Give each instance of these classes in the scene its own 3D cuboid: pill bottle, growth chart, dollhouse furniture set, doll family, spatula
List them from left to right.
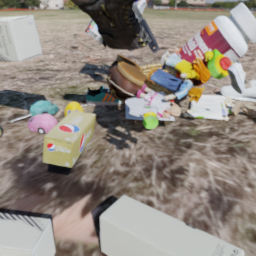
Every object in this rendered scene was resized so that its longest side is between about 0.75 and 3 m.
[{"bbox_3d":[-0.063,-4.698,10.437,1.299,0.752,0.752,31,33,6],"label":"pill bottle"},{"bbox_3d":[0.321,-3.494,8.605,0.746,2.639,0.271,-26,-2,14],"label":"spatula"},{"bbox_3d":[0.928,-0.863,5.082,0.993,0.721,1.600,30,55,13],"label":"doll family"},{"bbox_3d":[3.288,-0.870,11.108,1.836,0.225,2.537,9,28,16],"label":"growth chart"},{"bbox_3d":[2.697,-2.472,8.627,2.548,1.396,1.396,-37,11,28],"label":"pill bottle"},{"bbox_3d":[4.418,-0.475,10.130,1.139,0.590,0.504,29,78,44],"label":"dollhouse furniture set"}]

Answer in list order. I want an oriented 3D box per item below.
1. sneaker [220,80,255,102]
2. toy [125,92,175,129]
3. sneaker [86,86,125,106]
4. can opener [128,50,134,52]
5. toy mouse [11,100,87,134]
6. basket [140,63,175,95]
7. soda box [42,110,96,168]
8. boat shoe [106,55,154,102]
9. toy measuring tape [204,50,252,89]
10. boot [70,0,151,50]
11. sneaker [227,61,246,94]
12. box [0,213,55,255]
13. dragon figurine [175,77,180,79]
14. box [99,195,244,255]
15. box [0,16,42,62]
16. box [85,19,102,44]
[{"bbox_3d":[5.088,-1.648,11.946,2.210,0.889,0.844,9,30,21],"label":"sneaker"},{"bbox_3d":[0.674,-0.648,10.186,1.572,0.645,2.731,2,23,-2],"label":"toy"},{"bbox_3d":[-0.820,-1.365,11.527,1.824,0.729,0.651,-6,27,-11],"label":"sneaker"},{"bbox_3d":[0.022,-4.281,11.795,0.718,2.148,0.573,-19,-17,3],"label":"can opener"},{"bbox_3d":[-2.907,-0.486,9.938,2.587,0.563,2.911,-1,26,-2],"label":"toy mouse"},{"bbox_3d":[0.948,-2.250,12.405,2.077,1.548,1.483,-19,32,-31],"label":"basket"},{"bbox_3d":[-1.168,0.160,5.882,0.586,0.554,1.732,11,21,4],"label":"soda box"},{"bbox_3d":[-0.059,-1.237,7.728,1.055,1.054,2.996,27,16,-13],"label":"boat shoe"},{"bbox_3d":[2.813,-1.503,7.952,1.858,0.683,0.683,34,18,-20],"label":"toy measuring tape"},{"bbox_3d":[0.022,-2.557,6.298,2.400,0.831,2.090,6,-19,31],"label":"boot"},{"bbox_3d":[2.875,-1.272,7.227,0.371,1.049,0.383,-44,48,-1],"label":"sneaker"},{"bbox_3d":[-2.363,1.952,4.729,2.080,0.854,0.711,5,26,7],"label":"box"},{"bbox_3d":[2.278,-2.383,13.094,2.335,1.161,0.687,19,32,33],"label":"dragon figurine"},{"bbox_3d":[0.606,2.006,4.561,2.211,0.909,0.756,19,31,31],"label":"box"},{"bbox_3d":[-3.583,-2.349,7.427,2.509,1.031,0.858,7,30,27],"label":"box"},{"bbox_3d":[-1.246,-4.529,12.378,0.883,0.279,1.605,31,51,-20],"label":"box"}]
